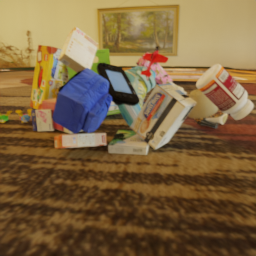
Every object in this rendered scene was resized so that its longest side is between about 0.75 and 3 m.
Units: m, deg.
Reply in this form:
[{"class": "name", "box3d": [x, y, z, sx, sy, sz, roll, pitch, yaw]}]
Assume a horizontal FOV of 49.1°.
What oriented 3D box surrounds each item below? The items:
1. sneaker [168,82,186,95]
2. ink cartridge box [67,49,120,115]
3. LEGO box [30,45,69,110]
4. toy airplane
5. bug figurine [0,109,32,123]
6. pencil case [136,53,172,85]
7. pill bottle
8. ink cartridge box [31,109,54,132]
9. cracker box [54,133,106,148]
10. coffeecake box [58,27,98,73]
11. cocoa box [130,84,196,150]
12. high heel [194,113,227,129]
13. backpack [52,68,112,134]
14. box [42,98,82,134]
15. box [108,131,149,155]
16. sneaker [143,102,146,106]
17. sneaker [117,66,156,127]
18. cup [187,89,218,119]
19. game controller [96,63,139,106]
[{"class": "sneaker", "box3d": [1.741, -1.357, 10.042, 0.368, 0.323, 0.918, -20, 51, -18]}, {"class": "ink cartridge box", "box3d": [-1.441, -1.954, 12.122, 2.111, 2.857, 1.082, -11, 11, -22]}, {"class": "LEGO box", "box3d": [-3.135, -2.148, 12.741, 1.055, 2.735, 2.037, 19, 12, 38]}, {"class": "toy airplane", "box3d": [0.814, -2.277, 9.837, 0.235, 1.279, 1.279, 15, 3, -40]}, {"class": "bug figurine", "box3d": [-4.789, -0.396, 11.433, 2.070, 0.533, 1.605, -5, 10, -3]}, {"class": "pencil case", "box3d": [1.202, -2.470, 12.507, 1.861, 0.805, 0.771, 41, -8, -28]}, {"class": "pill bottle", "box3d": [2.750, -0.972, 7.922, 1.549, 0.875, 0.875, 43, 14, -8]}, {"class": "ink cartridge box", "box3d": [-3.207, -0.272, 10.406, 0.812, 0.797, 0.176, -3, 11, 3]}, {"class": "cracker box", "box3d": [-1.379, 0.374, 8.062, 1.294, 0.373, 0.867, -3, -5, -27]}, {"class": "coffeecake box", "box3d": [-1.460, -2.268, 8.340, 0.878, 1.144, 0.418, 31, -35, -30]}, {"class": "cocoa box", "box3d": [1.037, -0.379, 8.420, 1.071, 1.633, 1.089, 41, 27, 17]}, {"class": "high heel", "box3d": [3.413, -0.427, 11.493, 1.009, 0.506, 1.416, 20, 33, 36]}, {"class": "backpack", "box3d": [-1.131, -0.713, 7.544, 1.314, 1.272, 1.566, 31, 44, -5]}, {"class": "box", "box3d": [-2.279, -0.550, 10.774, 1.241, 1.057, 1.941, -17, 20, -40]}, {"class": "box", "box3d": [0.098, 0.435, 8.893, 1.155, 0.291, 1.600, 2, 15, 8]}, {"class": "sneaker", "box3d": [1.077, -0.629, 11.013, 2.742, 1.033, 1.075, -2, 10, 35]}, {"class": "sneaker", "box3d": [0.437, -1.290, 10.399, 1.899, 1.157, 2.909, -23, 56, -8]}, {"class": "cup", "box3d": [2.602, -0.938, 10.095, 1.120, 0.801, 1.120, -15, 23, 6]}, {"class": "game controller", "box3d": [-0.360, -1.495, 9.445, 1.091, 0.440, 2.091, -2, 47, -25]}]
